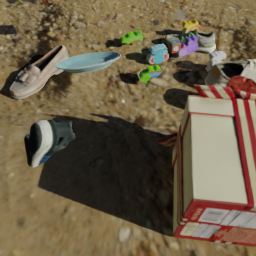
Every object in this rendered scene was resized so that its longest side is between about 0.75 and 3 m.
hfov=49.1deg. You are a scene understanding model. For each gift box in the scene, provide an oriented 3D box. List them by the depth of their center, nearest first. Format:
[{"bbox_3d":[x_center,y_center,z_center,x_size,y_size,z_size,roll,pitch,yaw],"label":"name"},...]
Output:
[{"bbox_3d":[1.911,0.713,5.569,2.658,2.453,2.482,9,54,0],"label":"gift box"}]

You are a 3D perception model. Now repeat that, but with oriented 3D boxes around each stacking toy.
[{"bbox_3d":[1.459,-2.558,9.353,2.980,0.700,2.247,-14,51,-8],"label":"stacking toy"}]

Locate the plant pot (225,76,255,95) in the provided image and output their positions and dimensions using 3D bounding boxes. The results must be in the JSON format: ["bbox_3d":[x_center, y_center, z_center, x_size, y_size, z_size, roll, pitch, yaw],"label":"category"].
[{"bbox_3d":[2.968,-0.768,7.627,1.075,1.046,1.075,0,52,0],"label":"plant pot"}]

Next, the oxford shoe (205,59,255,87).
[{"bbox_3d":[3.759,-1.680,8.510,2.853,0.824,1.073,-8,49,-9],"label":"oxford shoe"}]

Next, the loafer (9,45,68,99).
[{"bbox_3d":[-2.759,-1.810,8.663,0.816,0.714,2.270,31,58,22],"label":"loafer"}]

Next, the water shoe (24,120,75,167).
[{"bbox_3d":[-1.240,0.271,4.386,0.606,1.537,0.549,-8,81,-28],"label":"water shoe"}]

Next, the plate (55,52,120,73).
[{"bbox_3d":[-0.469,-0.769,3.320,0.777,0.099,0.777,-7,25,3],"label":"plate"}]

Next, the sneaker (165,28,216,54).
[{"bbox_3d":[2.190,-3.158,9.685,1.790,0.793,0.688,8,52,6],"label":"sneaker"}]
